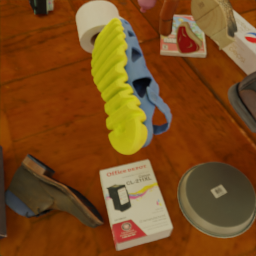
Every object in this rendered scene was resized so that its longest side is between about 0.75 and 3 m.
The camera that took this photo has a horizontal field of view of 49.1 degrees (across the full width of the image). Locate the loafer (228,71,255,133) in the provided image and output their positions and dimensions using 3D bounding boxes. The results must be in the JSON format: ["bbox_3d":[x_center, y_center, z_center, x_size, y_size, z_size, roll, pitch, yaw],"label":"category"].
[{"bbox_3d":[3.044,0.160,4.992,2.878,0.906,1.034,48,46,2],"label":"loafer"}]

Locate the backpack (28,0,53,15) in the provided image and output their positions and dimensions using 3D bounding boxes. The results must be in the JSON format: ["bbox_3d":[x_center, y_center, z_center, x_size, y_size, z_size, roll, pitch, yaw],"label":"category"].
[{"bbox_3d":[-3.690,-5.518,11.702,1.018,1.167,1.327,-19,53,-24],"label":"backpack"}]

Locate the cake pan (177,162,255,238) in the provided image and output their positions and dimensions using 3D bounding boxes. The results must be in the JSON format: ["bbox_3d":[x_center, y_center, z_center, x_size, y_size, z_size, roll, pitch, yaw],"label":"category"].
[{"bbox_3d":[2.274,1.698,7.078,2.003,0.367,2.003,0,55,0],"label":"cake pan"}]

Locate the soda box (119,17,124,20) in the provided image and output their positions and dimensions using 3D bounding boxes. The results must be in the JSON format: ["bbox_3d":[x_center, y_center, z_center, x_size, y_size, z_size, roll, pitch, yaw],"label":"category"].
[{"bbox_3d":[-0.678,-4.359,11.327,0.440,0.412,1.293,-38,63,-23],"label":"soda box"}]

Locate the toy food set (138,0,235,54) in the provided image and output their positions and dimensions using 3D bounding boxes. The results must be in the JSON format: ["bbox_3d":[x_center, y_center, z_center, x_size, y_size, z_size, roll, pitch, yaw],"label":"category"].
[{"bbox_3d":[1.136,-2.899,6.496,1.772,2.788,0.439,-17,29,37],"label":"toy food set"}]

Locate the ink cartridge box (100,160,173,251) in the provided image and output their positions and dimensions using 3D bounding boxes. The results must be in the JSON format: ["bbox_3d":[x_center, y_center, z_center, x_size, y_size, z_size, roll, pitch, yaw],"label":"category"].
[{"bbox_3d":[0.125,1.807,6.763,1.311,0.745,1.799,-13,56,-9],"label":"ink cartridge box"}]

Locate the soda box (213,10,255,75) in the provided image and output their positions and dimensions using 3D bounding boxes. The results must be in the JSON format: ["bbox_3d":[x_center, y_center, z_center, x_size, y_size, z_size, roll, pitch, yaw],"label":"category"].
[{"bbox_3d":[4.062,-3.098,10.108,0.880,0.942,2.765,-20,58,-14],"label":"soda box"}]

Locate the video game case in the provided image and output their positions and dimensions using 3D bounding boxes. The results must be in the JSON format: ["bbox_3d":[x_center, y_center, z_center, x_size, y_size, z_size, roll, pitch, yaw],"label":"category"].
[{"bbox_3d":[2.123,-3.632,10.942,1.670,0.204,2.336,4,55,3],"label":"video game case"}]

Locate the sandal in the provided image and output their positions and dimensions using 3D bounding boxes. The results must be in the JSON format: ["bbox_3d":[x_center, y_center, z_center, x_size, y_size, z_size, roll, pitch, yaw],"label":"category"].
[{"bbox_3d":[0.061,-0.712,4.654,1.024,0.934,2.351,-1,73,-38],"label":"sandal"}]

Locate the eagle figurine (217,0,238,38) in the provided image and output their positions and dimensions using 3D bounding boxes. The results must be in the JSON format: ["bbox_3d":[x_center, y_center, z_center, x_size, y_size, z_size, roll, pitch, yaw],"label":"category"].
[{"bbox_3d":[2.647,-3.864,7.602,1.807,1.817,2.394,-11,57,9],"label":"eagle figurine"}]

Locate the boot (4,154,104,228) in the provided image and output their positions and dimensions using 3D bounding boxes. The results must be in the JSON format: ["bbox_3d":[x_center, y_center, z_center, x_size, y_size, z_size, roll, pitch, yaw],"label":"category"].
[{"bbox_3d":[-1.875,1.873,6.800,2.631,0.983,1.275,34,80,21],"label":"boot"}]

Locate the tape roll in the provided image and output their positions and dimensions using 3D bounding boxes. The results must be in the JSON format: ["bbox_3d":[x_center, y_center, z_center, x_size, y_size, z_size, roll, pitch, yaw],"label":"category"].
[{"bbox_3d":[-0.547,-1.903,5.356,0.842,0.842,0.578,-11,70,-7],"label":"tape roll"}]

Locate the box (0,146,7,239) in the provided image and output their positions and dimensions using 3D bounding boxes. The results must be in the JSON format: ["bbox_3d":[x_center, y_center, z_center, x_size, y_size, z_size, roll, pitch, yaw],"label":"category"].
[{"bbox_3d":[-4.188,1.543,6.352,2.281,1.304,2.505,-21,56,2],"label":"box"}]
